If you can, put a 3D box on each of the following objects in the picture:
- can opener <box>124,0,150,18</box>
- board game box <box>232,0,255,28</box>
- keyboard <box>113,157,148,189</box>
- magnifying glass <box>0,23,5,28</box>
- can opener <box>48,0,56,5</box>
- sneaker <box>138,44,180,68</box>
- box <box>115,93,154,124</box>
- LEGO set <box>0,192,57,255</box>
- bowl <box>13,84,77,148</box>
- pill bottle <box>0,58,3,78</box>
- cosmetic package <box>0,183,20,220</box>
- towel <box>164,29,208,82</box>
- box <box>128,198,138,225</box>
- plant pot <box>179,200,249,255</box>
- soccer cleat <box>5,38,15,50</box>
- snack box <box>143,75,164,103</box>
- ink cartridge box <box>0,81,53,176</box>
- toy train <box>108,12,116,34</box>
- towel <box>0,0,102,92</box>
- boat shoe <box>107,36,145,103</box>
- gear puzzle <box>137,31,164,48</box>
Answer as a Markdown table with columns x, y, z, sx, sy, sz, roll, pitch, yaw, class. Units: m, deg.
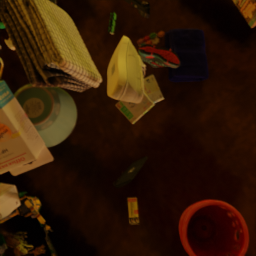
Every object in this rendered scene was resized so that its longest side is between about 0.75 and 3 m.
| x | y | z | sx | sy | sz | roll | pitch | yaw | class |
| --- | --- | --- | --- | --- | --- | --- | --- | --- | --- |
| 0.243 | -4.336 | 9.766 | 1.336 | 0.525 | 0.423 | 40 | 42 | 17 | can opener |
| 4.645 | -4.813 | 9.834 | 1.547 | 0.940 | 1.940 | -26 | 77 | -6 | board game box |
| 0.106 | 1.368 | 8.162 | 0.789 | 1.515 | 0.300 | -26 | 97 | 29 | keyboard |
| -4.521 | -4.673 | 10.172 | 0.902 | 0.254 | 2.266 | 1 | 75 | 0 | magnifying glass |
| -3.170 | -5.142 | 10.223 | 0.656 | 0.520 | 1.975 | -9 | 75 | -38 | can opener |
| 1.030 | -2.282 | 9.262 | 1.414 | 0.675 | 0.561 | 23 | 66 | 9 | sneaker |
| 0.218 | -0.717 | 8.706 | 0.907 | 0.439 | 0.801 | -42 | 88 | 10 | box |
| -3.058 | 3.312 | 7.416 | 2.295 | 1.729 | 2.985 | -19 | 77 | -5 | LEGO set |
| -2.764 | -0.534 | 8.690 | 2.157 | 1.128 | 2.157 | 0 | 75 | 0 | bowl |
| -4.712 | -1.738 | 8.867 | 1.257 | 1.257 | 2.245 | 0 | 71 | 0 | pill bottle |
| -4.047 | 1.963 | 7.735 | 1.858 | 0.944 | 0.688 | 1 | 110 | 23 | cosmetic package |
| 1.983 | -2.498 | 9.504 | 1.382 | 0.464 | 1.871 | -3 | 76 | 1 | towel |
| 0.150 | 2.497 | 8.413 | 0.288 | 0.192 | 0.766 | -3 | 76 | -1 | box |
| 2.171 | 2.822 | 7.648 | 1.668 | 1.519 | 1.668 | 0 | 76 | -1 | plant pot |
| -3.554 | -3.217 | 9.437 | 0.532 | 0.476 | 1.372 | 41 | 81 | 5 | soccer cleat |
| 0.768 | -1.253 | 9.244 | 0.515 | 0.164 | 0.887 | -24 | 76 | 12 | snack box |
| -3.433 | 0.301 | 7.661 | 1.550 | 0.914 | 2.693 | -22 | 113 | 10 | ink cartridge box |
| -0.555 | -3.695 | 9.910 | 0.175 | 0.236 | 0.837 | 1 | 75 | 22 | toy train |
| -2.278 | -2.467 | 8.442 | 1.277 | 2.471 | 2.984 | -31 | 78 | 17 | towel |
| 0.034 | -1.706 | 8.057 | 0.970 | 1.020 | 2.833 | 22 | 32 | -18 | boat shoe |
| 0.783 | -2.990 | 9.450 | 0.975 | 0.128 | 0.505 | -24 | 61 | 10 | gear puzzle |
